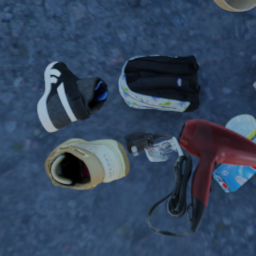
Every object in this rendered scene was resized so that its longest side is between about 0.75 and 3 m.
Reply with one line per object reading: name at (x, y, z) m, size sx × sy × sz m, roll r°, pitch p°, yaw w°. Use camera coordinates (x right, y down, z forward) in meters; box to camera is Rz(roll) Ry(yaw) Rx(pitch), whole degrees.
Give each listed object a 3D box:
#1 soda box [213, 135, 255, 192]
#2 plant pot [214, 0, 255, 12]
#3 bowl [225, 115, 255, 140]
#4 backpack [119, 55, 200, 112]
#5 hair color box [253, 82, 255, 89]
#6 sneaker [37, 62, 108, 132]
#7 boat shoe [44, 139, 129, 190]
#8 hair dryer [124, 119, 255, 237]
soda box at (3.574, 0.911, 8.287) m, size 2.245 × 0.762 × 0.720 m, roll -39°, pitch 78°, yaw -10°
plant pot at (2.545, -3.481, 6.869) m, size 1.297 × 0.871 × 1.297 m, roll -3°, pitch 103°, yaw -13°
bowl at (3.524, 0.122, 8.582) m, size 0.517 × 0.960 × 0.960 m, roll 45°, pitch 75°, yaw -32°
backpack at (0.843, -1.348, 8.593) m, size 2.257 × 1.735 × 1.841 m, roll 3°, pitch 74°, yaw -22°
hair color box at (5.233, -1.833, 8.881) m, size 2.189 × 1.084 × 0.664 m, roll -30°, pitch 77°, yaw -8°
sneaker at (-1.001, -0.787, 5.620) m, size 1.216 × 0.794 × 2.174 m, roll -16°, pitch 39°, yaw 5°
boat shoe at (-1.134, 0.737, 5.594) m, size 0.877 × 2.641 × 0.977 m, roll -18°, pitch 91°, yaw -42°
hair dryer at (1.437, 0.782, 5.387) m, size 2.812 × 0.764 × 2.141 m, roll -15°, pitch 60°, yaw -10°
